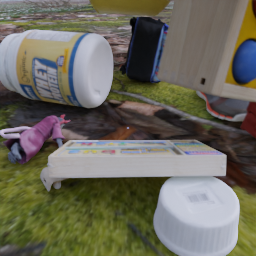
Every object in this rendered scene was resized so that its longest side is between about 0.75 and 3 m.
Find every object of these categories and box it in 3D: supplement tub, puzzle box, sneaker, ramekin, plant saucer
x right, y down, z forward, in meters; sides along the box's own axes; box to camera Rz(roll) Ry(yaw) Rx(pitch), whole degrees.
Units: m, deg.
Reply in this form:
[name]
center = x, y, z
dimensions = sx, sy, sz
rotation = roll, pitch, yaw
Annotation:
[supplement tub]
center = -2.166, -1.834, 8.558
dimensions = 2.973, 2.150, 2.150
rotation = 9, 31, 17
[puzzle box]
center = 0.128, 0.528, 5.409
dimensions = 2.902, 0.369, 1.930
rotation = 0, 6, -2
[sneaker]
center = 2.827, -1.162, 8.339
dimensions = 1.104, 1.173, 2.865
rotation = -7, 30, -12
[ramekin]
center = 1.098, 1.323, 4.490
dimensions = 1.354, 0.660, 1.354
rotation = 0, 29, 0
[plant saucer]
center = -0.141, -3.771, 8.344
dimensions = 2.332, 0.565, 2.332
rotation = 0, 29, -10

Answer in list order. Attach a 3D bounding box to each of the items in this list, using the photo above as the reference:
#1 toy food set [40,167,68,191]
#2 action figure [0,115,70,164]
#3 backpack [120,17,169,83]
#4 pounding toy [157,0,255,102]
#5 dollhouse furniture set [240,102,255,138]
[toy food set]
center = -1.228, 0.946, 5.615
dimensions = 0.928, 0.280, 0.666
rotation = -14, 21, -26
[action figure]
center = -2.016, 0.087, 6.270
dimensions = 1.069, 1.188, 1.596
rotation = 16, 47, 37
[backpack]
center = 0.899, -2.983, 10.669
dimensions = 1.665, 2.260, 2.475
rotation = 16, 22, 9
[pounding toy]
center = 2.450, -1.769, 4.953
dimensions = 2.810, 2.587, 1.998
rotation = 3, 16, -33
[dollhouse furniture set]
center = 3.426, -0.855, 7.573
dimensions = 1.456, 1.100, 2.705
rotation = -10, 38, -18
